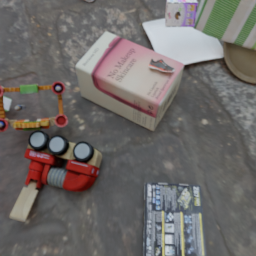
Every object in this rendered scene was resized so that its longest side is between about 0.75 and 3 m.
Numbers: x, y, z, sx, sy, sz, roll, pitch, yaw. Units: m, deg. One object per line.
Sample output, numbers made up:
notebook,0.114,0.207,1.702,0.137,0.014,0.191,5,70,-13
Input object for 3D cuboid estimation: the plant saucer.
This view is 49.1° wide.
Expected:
plant saucer,4.579,-2.772,9.694,2.499,0.368,2.499,1,96,13

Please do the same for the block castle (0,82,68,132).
block castle,-2.676,-0.580,7.659,1.934,0.907,1.293,-5,100,-13

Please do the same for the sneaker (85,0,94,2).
sneaker,-2.126,-6.104,11.980,1.791,0.734,0.669,29,65,15

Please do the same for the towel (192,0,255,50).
towel,3.719,-3.636,8.837,2.982,2.275,0.349,16,54,2

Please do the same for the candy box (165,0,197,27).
candy box,1.671,-3.655,8.929,0.945,0.793,0.338,2,45,3

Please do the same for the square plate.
square plate,2.067,-3.283,10.645,2.501,0.356,2.477,-14,63,-7

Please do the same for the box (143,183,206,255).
box,1.184,2.459,7.410,1.566,0.477,1.943,1,61,2

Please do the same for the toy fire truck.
toy fire truck,-2.019,1.389,7.618,2.039,1.491,2.317,13,78,10

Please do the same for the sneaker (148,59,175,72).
sneaker,0.975,-1.797,8.003,0.770,0.315,0.297,15,20,7

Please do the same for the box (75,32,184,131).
box,0.050,-1.505,8.959,2.848,1.552,1.821,26,63,13

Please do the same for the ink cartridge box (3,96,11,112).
ink cartridge box,-4.293,-0.778,8.740,1.040,0.759,0.438,-5,70,38
